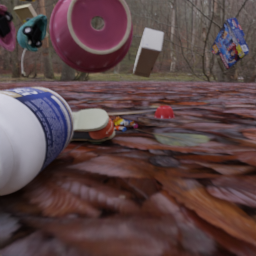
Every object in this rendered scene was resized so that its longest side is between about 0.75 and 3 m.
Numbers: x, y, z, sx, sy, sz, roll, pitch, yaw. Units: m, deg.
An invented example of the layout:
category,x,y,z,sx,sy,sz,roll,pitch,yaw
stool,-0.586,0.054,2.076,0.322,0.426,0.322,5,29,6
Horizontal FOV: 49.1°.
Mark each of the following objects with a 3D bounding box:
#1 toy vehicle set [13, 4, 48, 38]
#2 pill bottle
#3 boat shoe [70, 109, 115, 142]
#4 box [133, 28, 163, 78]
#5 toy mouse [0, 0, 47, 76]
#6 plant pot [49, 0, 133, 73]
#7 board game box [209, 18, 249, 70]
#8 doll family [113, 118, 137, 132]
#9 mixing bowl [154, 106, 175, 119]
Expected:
category,x,y,z,sx,sy,sz,roll,pitch,yaw
toy vehicle set,-3.071,-3.341,8.880,0.666,1.072,0.142,6,52,29
pill bottle,-1.727,0.135,4.078,1.362,1.362,2.453,1,11,3
boat shoe,-1.439,-0.039,6.812,2.271,0.808,0.710,1,-31,17
box,0.722,-2.760,10.624,0.708,0.851,2.071,12,-16,-4
toy mouse,-2.555,-2.315,6.334,0.487,2.238,2.518,15,28,15
plant pot,-0.897,-2.698,7.596,2.418,2.418,2.164,-3,11,-14
board game box,2.791,-2.251,7.820,0.339,1.100,1.099,-18,-11,-18
doll family,-0.133,-0.153,8.100,0.515,0.374,0.830,9,15,39
mixing bowl,1.324,-0.584,10.204,0.751,0.407,0.751,1,10,0
